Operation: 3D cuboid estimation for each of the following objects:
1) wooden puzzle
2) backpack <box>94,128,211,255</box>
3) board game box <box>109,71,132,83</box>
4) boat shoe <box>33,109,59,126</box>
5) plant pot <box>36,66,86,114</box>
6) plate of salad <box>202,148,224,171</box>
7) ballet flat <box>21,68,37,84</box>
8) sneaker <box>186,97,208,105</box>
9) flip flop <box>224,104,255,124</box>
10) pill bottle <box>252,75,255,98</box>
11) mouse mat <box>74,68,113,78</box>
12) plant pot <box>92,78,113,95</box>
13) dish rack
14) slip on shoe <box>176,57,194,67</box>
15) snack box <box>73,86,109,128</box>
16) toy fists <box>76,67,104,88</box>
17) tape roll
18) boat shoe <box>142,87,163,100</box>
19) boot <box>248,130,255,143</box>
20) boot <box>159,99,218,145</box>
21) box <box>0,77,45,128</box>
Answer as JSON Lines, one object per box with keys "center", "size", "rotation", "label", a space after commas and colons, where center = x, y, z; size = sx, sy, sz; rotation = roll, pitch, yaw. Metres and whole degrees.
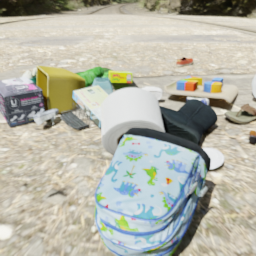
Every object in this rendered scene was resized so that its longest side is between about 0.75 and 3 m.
{"center": [3.207, -1.794, 11.979], "size": [2.717, 0.629, 2.517], "rotation": [14, 23, 24], "label": "wooden puzzle"}
{"center": [0.362, 1.213, 5.327], "size": [2.072, 1.953, 2.540], "rotation": [18, 62, 18], "label": "backpack"}
{"center": [-0.398, -2.431, 13.289], "size": [0.994, 0.466, 1.958], "rotation": [0, 13, -6], "label": "board game box"}
{"center": [-2.756, -0.317, 9.697], "size": [0.446, 0.514, 1.206], "rotation": [-18, 7, 22], "label": "boat shoe"}
{"center": [-2.590, -1.513, 11.012], "size": [1.621, 1.574, 1.585], "rotation": [-8, 27, -31], "label": "plant pot"}
{"center": [2.149, 0.866, 7.669], "size": [0.897, 0.215, 0.897], "rotation": [-10, 33, 7], "label": "plate of salad"}
{"center": [-4.701, -2.529, 13.756], "size": [0.694, 0.726, 2.061], "rotation": [13, 30, 25], "label": "ballet flat"}
{"center": [2.684, -1.000, 11.172], "size": [0.646, 0.452, 1.118], "rotation": [-11, 22, -13], "label": "sneaker"}
{"center": [4.441, -0.587, 10.109], "size": [2.108, 0.607, 0.855], "rotation": [-5, 28, -10], "label": "flip flop"}
{"center": [6.005, -1.925, 12.001], "size": [1.242, 1.242, 2.172], "rotation": [15, 31, 26], "label": "pill bottle"}
{"center": [-1.751, -2.771, 14.919], "size": [2.759, 0.104, 2.220], "rotation": [-20, 34, -33], "label": "mouse mat"}
{"center": [-1.055, -1.532, 11.554], "size": [0.956, 0.976, 0.958], "rotation": [-2, 28, -5], "label": "plant pot"}
{"center": [-1.362, -0.602, 10.201], "size": [2.109, 0.575, 1.618], "rotation": [-18, 31, -30], "label": "dish rack"}
{"center": [3.469, -4.064, 17.011], "size": [1.584, 0.485, 0.587], "rotation": [-22, 33, -39], "label": "slip on shoe"}
{"center": [-1.015, -0.785, 9.629], "size": [1.050, 0.335, 1.807], "rotation": [-19, 49, -33], "label": "snack box"}
{"center": [-2.033, -2.110, 12.400], "size": [2.061, 0.709, 1.051], "rotation": [-8, 19, 37], "label": "toy fists"}
{"center": [0.100, -0.091, 7.631], "size": [1.694, 1.694, 1.163], "rotation": [-3, 51, -5], "label": "tape roll"}
{"center": [0.498, -1.187, 11.237], "size": [1.932, 0.684, 0.670], "rotation": [-8, 29, -6], "label": "boat shoe"}
{"center": [4.173, 0.364, 8.754], "size": [0.788, 0.287, 0.837], "rotation": [14, 19, 24], "label": "boot"}
{"center": [1.595, -0.408, 9.157], "size": [2.344, 0.895, 1.969], "rotation": [29, 39, 17], "label": "boot"}
{"center": [-4.042, -1.053, 10.379], "size": [1.359, 1.180, 2.056], "rotation": [-17, 32, -29], "label": "box"}
